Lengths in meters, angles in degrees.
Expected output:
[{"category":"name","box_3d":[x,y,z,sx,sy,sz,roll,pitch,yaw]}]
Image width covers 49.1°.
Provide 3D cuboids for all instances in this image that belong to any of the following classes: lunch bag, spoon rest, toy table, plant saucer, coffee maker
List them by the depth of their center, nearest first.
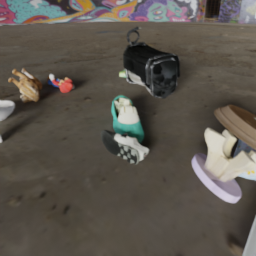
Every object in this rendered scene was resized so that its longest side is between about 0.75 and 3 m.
[{"category":"toy table","box_3d":[2.301,0.797,6.638,1.687,1.074,1.835,23,21,-20]},{"category":"lunch bag","box_3d":[3.291,0.902,7.285,1.050,0.787,1.238,14,35,25]},{"category":"plant saucer","box_3d":[3.734,0.148,7.875,2.800,0.412,2.800,24,22,-11]},{"category":"spoon rest","box_3d":[-4.803,-0.470,9.950,1.482,0.904,2.984,-10,28,-19]},{"category":"coffee maker","box_3d":[0.908,-3.005,13.058,1.914,2.730,2.842,-36,32,-7]}]

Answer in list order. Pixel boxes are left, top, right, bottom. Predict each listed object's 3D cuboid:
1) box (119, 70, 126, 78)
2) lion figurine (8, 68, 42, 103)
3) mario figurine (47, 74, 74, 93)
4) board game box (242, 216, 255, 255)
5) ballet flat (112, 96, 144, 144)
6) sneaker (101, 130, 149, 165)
[{"category":"box","box_3d":[0.325,-3.090,16.034,1.410,0.256,1.018,9,27,19]},{"category":"lion figurine","box_3d":[-4.511,-2.008,13.017,1.576,0.933,2.574,33,18,-8]},{"category":"mario figurine","box_3d":[-3.243,-2.259,13.694,1.576,0.835,0.973,20,33,38]},{"category":"board game box","box_3d":[3.751,2.282,4.885,2.959,0.383,2.960,16,30,30]},{"category":"ballet flat","box_3d":[-0.106,-0.438,9.767,0.943,0.986,2.801,-5,27,-10]},{"category":"sneaker","box_3d":[-0.109,0.499,8.353,1.646,0.610,0.728,31,39,32]}]
